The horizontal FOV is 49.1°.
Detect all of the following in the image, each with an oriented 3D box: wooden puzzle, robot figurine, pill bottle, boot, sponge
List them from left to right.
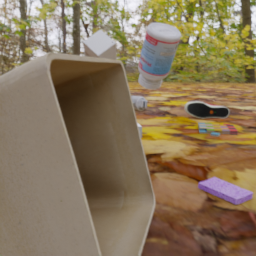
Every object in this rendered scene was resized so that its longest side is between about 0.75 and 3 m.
[{"bbox_3d":[0.443,-1.354,15.401,1.158,0.771,1.366,6,5,-43],"label":"robot figurine"},{"bbox_3d":[1.038,-2.552,10.230,1.199,2.204,1.199,8,42,-7],"label":"pill bottle"},{"bbox_3d":[3.588,-0.892,13.447,2.047,0.741,1.477,7,11,-5],"label":"boot"},{"bbox_3d":[3.274,0.016,10.386,1.293,0.153,2.180,2,12,11],"label":"wooden puzzle"},{"bbox_3d":[1.757,1.136,5.120,0.479,0.128,0.859,-8,15,-32],"label":"sponge"}]

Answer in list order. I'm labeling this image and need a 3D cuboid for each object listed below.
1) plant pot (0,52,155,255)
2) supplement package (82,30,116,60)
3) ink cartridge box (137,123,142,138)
[{"bbox_3d":[-1.023,0.505,3.493,2.030,2.293,2.291,-11,9,15],"label":"plant pot"},{"bbox_3d":[-1.373,-3.604,13.918,1.174,1.160,1.937,-41,-17,-18],"label":"supplement package"},{"bbox_3d":[-0.549,-0.029,9.962,1.711,0.429,1.972,-3,12,-10],"label":"ink cartridge box"}]
